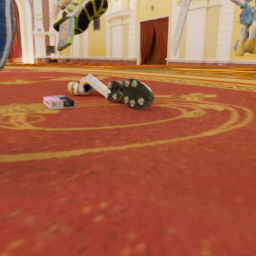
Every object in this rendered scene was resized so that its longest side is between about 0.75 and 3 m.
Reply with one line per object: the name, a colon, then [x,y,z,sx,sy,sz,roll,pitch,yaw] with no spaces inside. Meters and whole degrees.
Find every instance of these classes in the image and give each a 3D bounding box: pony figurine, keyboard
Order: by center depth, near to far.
pony figurine: [3.520,-3.134,7.718,1.858,2.231,2.154,2,25,6]
keyboard: [1.740,-3.530,9.109,0.121,2.276,0.641,5,41,-6]

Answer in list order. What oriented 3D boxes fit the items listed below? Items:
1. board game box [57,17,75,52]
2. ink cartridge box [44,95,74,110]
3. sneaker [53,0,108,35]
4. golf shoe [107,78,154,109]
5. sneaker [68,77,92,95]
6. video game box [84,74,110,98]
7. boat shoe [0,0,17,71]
board game box: [-1.732,-2.613,7.815,0.567,0.842,0.123,-15,-24,40]
ink cartridge box: [-2.850,-1.071,11.288,0.887,0.347,1.873,-7,15,-25]
sneaker: [-1.559,-3.826,9.166,2.332,0.891,0.879,-18,-21,33]
golf shoe: [0.283,-1.421,11.197,1.254,1.099,2.848,-1,14,-33]
sneaker: [-2.106,-2.072,14.220,0.966,0.804,2.145,11,25,21]
video game box: [-1.451,-2.049,13.506,1.332,0.312,1.214,37,9,-10]
boat shoe: [-3.048,-2.369,6.709,0.830,2.298,0.832,4,-7,0]
